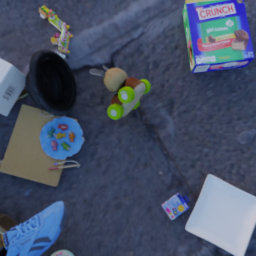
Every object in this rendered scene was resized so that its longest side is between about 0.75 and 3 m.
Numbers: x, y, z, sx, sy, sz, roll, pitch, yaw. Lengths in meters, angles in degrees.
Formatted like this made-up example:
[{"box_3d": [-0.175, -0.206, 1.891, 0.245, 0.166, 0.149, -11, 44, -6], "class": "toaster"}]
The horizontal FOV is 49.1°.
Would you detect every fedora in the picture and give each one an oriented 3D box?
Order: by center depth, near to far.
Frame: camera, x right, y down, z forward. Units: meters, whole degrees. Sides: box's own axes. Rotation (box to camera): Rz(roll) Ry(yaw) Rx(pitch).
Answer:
[{"box_3d": [-2.742, -1.423, 9.452, 1.033, 2.261, 2.261, -12, 81, 32], "class": "fedora"}]

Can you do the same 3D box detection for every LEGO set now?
[{"box_3d": [-2.591, -3.540, 9.987, 1.018, 0.824, 2.213, -13, 82, -2], "class": "LEGO set"}]

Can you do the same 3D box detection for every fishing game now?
[{"box_3d": [-2.242, 0.349, 9.445, 1.495, 0.325, 2.088, -6, 84, -4], "class": "fishing game"}]

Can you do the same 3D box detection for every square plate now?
[{"box_3d": [3.177, 2.887, 9.289, 2.032, 0.289, 2.013, 26, 78, 5], "class": "square plate"}]

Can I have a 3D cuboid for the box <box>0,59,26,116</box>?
[{"box_3d": [-4.950, -1.726, 9.375, 2.526, 1.231, 1.571, 28, 83, 11], "class": "box"}]

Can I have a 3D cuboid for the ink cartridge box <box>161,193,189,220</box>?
[{"box_3d": [1.626, 2.596, 9.396, 0.850, 0.325, 0.580, -35, 84, -6], "class": "ink cartridge box"}]

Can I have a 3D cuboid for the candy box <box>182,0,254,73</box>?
[{"box_3d": [3.121, -3.327, 9.900, 2.049, 0.933, 2.423, -7, 81, 0], "class": "candy box"}]

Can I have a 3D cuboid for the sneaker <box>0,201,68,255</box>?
[{"box_3d": [-2.936, 3.183, 8.262, 1.120, 0.942, 2.857, 36, 102, -30], "class": "sneaker"}]

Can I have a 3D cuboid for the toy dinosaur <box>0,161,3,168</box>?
[{"box_3d": [-4.720, 1.294, 9.515, 2.388, 0.721, 1.268, -21, 110, -9], "class": "toy dinosaur"}]

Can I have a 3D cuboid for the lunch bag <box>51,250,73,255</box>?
[{"box_3d": [-2.473, 5.293, 8.625, 2.824, 1.089, 2.265, -34, 81, -5], "class": "lunch bag"}]

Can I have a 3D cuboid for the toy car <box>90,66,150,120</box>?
[{"box_3d": [-0.423, -1.370, 9.198, 1.777, 1.460, 1.402, 42, 123, 9], "class": "toy car"}]

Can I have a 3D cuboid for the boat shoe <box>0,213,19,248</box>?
[{"box_3d": [-4.652, 2.962, 9.058, 2.394, 0.861, 0.814, 35, 102, 15], "class": "boat shoe"}]

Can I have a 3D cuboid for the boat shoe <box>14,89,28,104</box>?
[{"box_3d": [-3.902, -1.085, 9.927, 0.876, 0.284, 0.321, -23, 64, 1], "class": "boat shoe"}]

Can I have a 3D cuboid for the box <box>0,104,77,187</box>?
[{"box_3d": [-3.049, 0.589, 9.619, 1.973, 0.257, 2.414, 16, 82, -3], "class": "box"}]
